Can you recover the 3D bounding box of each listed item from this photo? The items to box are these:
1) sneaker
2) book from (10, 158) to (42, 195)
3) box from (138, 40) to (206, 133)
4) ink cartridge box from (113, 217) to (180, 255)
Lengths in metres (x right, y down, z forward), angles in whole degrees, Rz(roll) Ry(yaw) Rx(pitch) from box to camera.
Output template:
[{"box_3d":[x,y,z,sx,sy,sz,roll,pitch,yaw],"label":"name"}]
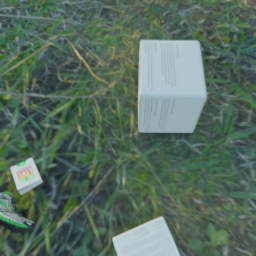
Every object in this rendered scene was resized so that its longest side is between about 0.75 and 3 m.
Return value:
[{"box_3d":[-3.579,2.356,8.247,2.041,0.796,0.869,29,55,13],"label":"sneaker"},{"box_3d":[-3.252,1.511,8.950,0.744,0.268,1.114,-27,44,-17],"label":"book"},{"box_3d":[1.355,-1.354,9.607,2.010,2.347,2.335,1,60,2],"label":"box"},{"box_3d":[0.628,3.663,7.633,1.565,0.487,1.944,-20,67,-9],"label":"ink cartridge box"}]
